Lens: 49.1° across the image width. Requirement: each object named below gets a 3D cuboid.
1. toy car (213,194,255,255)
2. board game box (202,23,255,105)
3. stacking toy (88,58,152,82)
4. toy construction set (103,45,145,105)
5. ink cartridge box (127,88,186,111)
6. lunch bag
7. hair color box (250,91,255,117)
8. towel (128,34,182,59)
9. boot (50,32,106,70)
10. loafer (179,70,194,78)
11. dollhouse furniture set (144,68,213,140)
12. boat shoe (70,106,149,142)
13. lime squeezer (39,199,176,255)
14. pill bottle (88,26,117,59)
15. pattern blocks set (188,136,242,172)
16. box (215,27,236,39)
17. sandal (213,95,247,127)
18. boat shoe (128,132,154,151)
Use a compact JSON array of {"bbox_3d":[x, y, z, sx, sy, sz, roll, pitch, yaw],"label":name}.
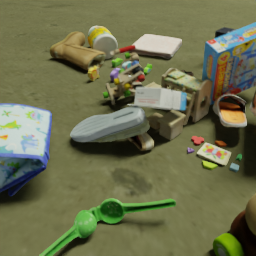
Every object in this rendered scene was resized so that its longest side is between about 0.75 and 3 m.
[{"bbox_3d":[2.447,1.587,4.500,1.503,1.830,1.444,-19,40,-25],"label":"toy car"},{"bbox_3d":[3.354,-1.964,8.611,2.086,2.130,0.595,-24,52,-8],"label":"board game box"},{"bbox_3d":[-0.256,-2.281,11.043,1.682,0.524,2.231,20,39,25],"label":"stacking toy"},{"bbox_3d":[-0.224,-1.583,9.007,1.399,1.820,1.518,-15,6,-1],"label":"toy construction set"},{"bbox_3d":[0.776,-0.762,7.351,0.855,0.492,1.477,8,4,42],"label":"ink cartridge box"},{"bbox_3d":[-2.961,0.430,6.403,2.386,1.521,2.029,-13,37,-2],"label":"lunch bag"},{"bbox_3d":[3.764,-0.767,6.974,0.792,1.293,2.611,17,18,13],"label":"hair color box"},{"bbox_3d":[1.356,-3.953,13.520,2.092,0.353,2.190,15,38,18],"label":"towel"},{"bbox_3d":[-1.942,-3.402,12.426,2.444,0.808,2.140,23,54,30],"label":"boot"},{"bbox_3d":[2.127,-2.137,10.996,0.919,0.326,0.335,6,36,9],"label":"loafer"},{"bbox_3d":[1.014,-0.984,8.558,2.252,1.252,1.992,29,46,35],"label":"dollhouse furniture set"},{"bbox_3d":[-0.507,0.070,7.368,2.217,0.688,0.798,-13,39,27],"label":"boat shoe"},{"bbox_3d":[-0.500,1.809,5.223,2.739,0.517,0.967,-16,27,-24],"label":"lime squeezer"},{"bbox_3d":[-1.258,-4.052,12.988,1.115,1.115,1.978,-10,37,-14],"label":"pill bottle"},{"bbox_3d":[2.237,0.661,7.278,1.362,0.110,1.197,14,38,18],"label":"pattern blocks set"},{"bbox_3d":[4.359,-3.327,11.735,1.415,1.392,0.831,27,43,32],"label":"box"},{"bbox_3d":[3.057,-0.619,8.205,0.878,0.657,2.292,3,18,8],"label":"sandal"},{"bbox_3d":[0.195,0.195,7.638,0.420,0.448,1.215,-17,39,-31],"label":"boat shoe"}]
